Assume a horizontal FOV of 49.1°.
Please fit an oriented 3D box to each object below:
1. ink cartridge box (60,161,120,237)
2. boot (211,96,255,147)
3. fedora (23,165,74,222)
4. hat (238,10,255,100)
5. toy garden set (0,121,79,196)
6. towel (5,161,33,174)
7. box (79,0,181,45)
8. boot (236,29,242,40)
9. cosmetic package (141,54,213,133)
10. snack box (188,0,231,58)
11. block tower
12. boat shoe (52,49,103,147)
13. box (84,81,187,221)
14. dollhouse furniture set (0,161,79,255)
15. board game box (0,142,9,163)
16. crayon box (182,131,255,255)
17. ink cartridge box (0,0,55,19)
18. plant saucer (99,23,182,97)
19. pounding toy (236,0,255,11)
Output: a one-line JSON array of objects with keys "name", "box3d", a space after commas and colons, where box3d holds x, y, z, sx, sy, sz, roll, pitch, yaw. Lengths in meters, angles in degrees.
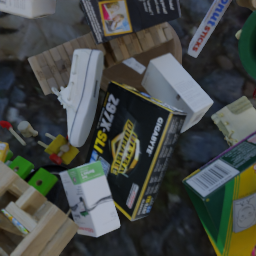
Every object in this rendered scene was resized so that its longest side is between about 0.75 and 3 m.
[{"name": "ink cartridge box", "box3d": [-0.558, 1.009, 3.987, 0.401, 0.694, 0.951, -15, 84, -35]}, {"name": "boot", "box3d": [2.630, 0.412, 7.015, 2.273, 0.819, 1.758, -37, 78, -9]}, {"name": "fedora", "box3d": [-1.959, 1.749, 6.628, 1.845, 0.843, 1.845, 1, 79, -4]}, {"name": "hat", "box3d": [2.844, -1.556, 5.381, 1.793, 1.578, 1.485, -38, 88, 24]}, {"name": "toy garden set", "box3d": [-2.693, 0.798, 6.842, 2.696, 0.538, 2.247, 23, 61, 26]}, {"name": "towel", "box3d": [-2.810, 1.437, 7.108, 1.268, 0.148, 0.967, 22, 77, 5]}, {"name": "box", "box3d": [-0.171, -3.146, 5.345, 1.614, 1.859, 2.814, -17, 37, 6]}, {"name": "boot", "box3d": [3.705, -2.288, 7.802, 1.298, 0.468, 1.004, -1, 78, -2]}, {"name": "cosmetic package", "box3d": [0.976, -0.740, 5.854, 0.586, 0.815, 1.445, -29, 68, -26]}, {"name": "snack box", "box3d": [1.892, -2.526, 5.895, 0.251, 2.067, 0.743, 27, 36, -1]}, {"name": "block tower", "box3d": [-0.591, -1.684, 6.157, 2.990, 0.864, 0.808, -26, 99, -12]}, {"name": "boat shoe", "box3d": [-0.987, -0.578, 5.051, 0.758, 0.657, 1.779, 10, 90, 9]}, {"name": "box", "box3d": [0.004, 0.344, 5.061, 1.590, 0.491, 1.991, 34, 112, 42]}, {"name": "dollhouse furniture set", "box3d": [-1.940, 1.432, 3.970, 2.019, 2.304, 1.531, 32, 67, 20]}, {"name": "board game box", "box3d": [-3.051, 0.772, 5.540, 0.972, 0.256, 1.270, 9, 43, -10]}, {"name": "crayon box", "box3d": [2.938, 1.428, 6.027, 2.902, 0.846, 2.504, -32, 114, -8]}, {"name": "ink cartridge box", "box3d": [-2.418, -3.016, 5.005, 2.141, 0.908, 1.559, 17, 121, 9]}, {"name": "plant saucer", "box3d": [0.147, -2.154, 7.808, 2.773, 0.409, 2.773, 0, 78, -1]}, {"name": "pounding toy", "box3d": [3.061, -2.885, 5.702, 1.177, 1.181, 2.059, -8, 120, -10]}]
